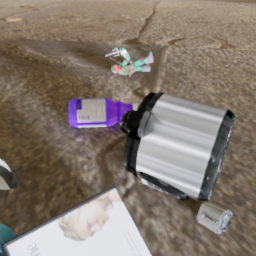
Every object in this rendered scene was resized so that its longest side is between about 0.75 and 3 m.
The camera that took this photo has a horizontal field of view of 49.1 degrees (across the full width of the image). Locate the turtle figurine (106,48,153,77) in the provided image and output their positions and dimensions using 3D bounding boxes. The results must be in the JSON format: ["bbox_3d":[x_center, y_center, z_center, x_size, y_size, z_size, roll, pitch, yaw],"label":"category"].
[{"bbox_3d":[-0.017,-3.023,13.373,2.266,1.141,1.697,-7,-7,-14],"label":"turtle figurine"}]

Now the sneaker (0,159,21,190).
[{"bbox_3d":[-3.875,1.216,6.766,2.785,1.029,1.104,4,43,15],"label":"sneaker"}]

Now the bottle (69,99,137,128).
[{"bbox_3d":[-0.847,-0.528,9.619,2.316,0.756,0.967,-3,77,-5],"label":"bottle"}]

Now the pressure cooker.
[{"bbox_3d":[1.069,0.343,6.992,2.655,2.335,2.371,18,37,19],"label":"pressure cooker"}]

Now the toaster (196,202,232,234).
[{"bbox_3d":[1.889,1.937,6.119,0.571,0.502,0.884,23,4,35],"label":"toaster"}]

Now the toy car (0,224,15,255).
[{"bbox_3d":[-2.661,2.877,4.212,2.042,1.806,1.882,-32,10,11],"label":"toy car"}]

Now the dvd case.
[{"bbox_3d":[-0.753,2.229,4.939,2.356,0.207,1.681,-20,76,-40],"label":"dvd case"}]
